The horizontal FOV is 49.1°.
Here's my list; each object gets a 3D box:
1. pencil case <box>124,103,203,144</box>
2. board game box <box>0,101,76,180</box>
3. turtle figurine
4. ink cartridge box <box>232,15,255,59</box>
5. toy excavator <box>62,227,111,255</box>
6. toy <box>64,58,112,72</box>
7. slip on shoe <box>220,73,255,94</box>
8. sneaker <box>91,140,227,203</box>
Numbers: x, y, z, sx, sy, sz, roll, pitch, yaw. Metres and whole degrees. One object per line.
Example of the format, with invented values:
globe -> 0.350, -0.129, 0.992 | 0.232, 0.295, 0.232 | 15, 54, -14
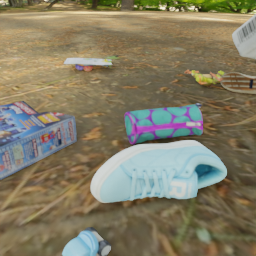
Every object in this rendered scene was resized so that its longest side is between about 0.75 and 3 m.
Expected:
pencil case -> 0.887, -0.105, 6.871 | 1.903, 0.810, 0.879 | -8, 13, -14
board game box -> -2.539, 0.132, 6.496 | 2.343, 0.723, 2.345 | -18, 32, -34
turtle figurine -> 3.129, -1.814, 10.472 | 1.522, 0.608, 1.887 | -5, 18, -27
ink cartridge box -> 3.128, -1.674, 4.495 | 2.182, 0.623, 1.774 | -3, -19, -29
toy excavator -> -0.741, 1.738, 3.592 | 0.839, 0.816, 0.419 | 13, 11, -47
toy -> -1.762, -2.823, 12.600 | 2.039, 0.481, 1.174 | -2, 24, -3
slip on shoe -> 4.268, -1.562, 10.042 | 1.839, 0.699, 0.557 | 9, -5, 29
sneaker -> 0.657, 0.826, 4.897 | 2.544, 0.941, 1.043 | -15, 26, -25
